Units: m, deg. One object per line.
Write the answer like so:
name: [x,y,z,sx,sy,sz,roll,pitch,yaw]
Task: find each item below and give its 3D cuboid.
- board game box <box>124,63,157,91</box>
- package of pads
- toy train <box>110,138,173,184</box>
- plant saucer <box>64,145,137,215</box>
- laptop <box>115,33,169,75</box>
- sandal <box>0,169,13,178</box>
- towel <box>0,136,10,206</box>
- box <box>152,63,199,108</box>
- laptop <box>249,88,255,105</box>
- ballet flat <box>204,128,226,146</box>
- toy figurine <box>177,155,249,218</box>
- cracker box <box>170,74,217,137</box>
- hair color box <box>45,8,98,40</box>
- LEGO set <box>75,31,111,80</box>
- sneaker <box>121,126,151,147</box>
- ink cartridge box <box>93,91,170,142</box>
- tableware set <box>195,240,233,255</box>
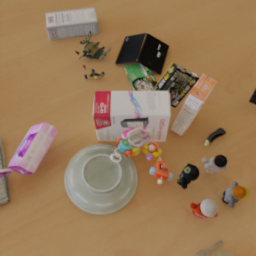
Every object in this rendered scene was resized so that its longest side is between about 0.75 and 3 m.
board game box: [0.672,-2.084,12.603,1.134,0.254,2.165,-16,58,-7]
package of pads: [-3.395,0.730,10.014,1.135,0.713,1.883,-13,46,47]
toy train: [0.582,0.949,9.827,2.246,0.625,1.687,21,36,-5]
plant saucer: [-0.909,1.651,9.739,2.589,0.650,2.589,4,61,-7]
laptop: [0.695,-3.504,13.434,2.039,1.053,1.807,25,66,-15]
sandal: [-4.468,1.604,9.306,0.538,1.322,0.325,-22,75,29]
towel: [-5.775,1.755,9.926,2.777,0.498,2.884,-17,60,-11]
box: [1.805,-1.616,11.000,1.280,1.603,0.395,15,36,-33]
laptop: [5.637,-1.360,10.856,1.217,1.373,0.709,17,16,-21]
ballet flat: [3.384,0.356,10.920,1.116,0.371,0.317,-35,52,-21]
toy figurine: [2.727,1.893,9.216,1.856,1.311,1.885,-19,69,-13]
cracker box: [2.415,-0.819,10.537,0.600,2.081,1.394,33,52,10]
hair color box: [-2.876,-5.366,14.403,2.530,0.767,1.253,-9,58,-7]
LEGO set: [-1.682,-3.328,13.285,1.670,0.729,2.571,8,70,8]
sneaker: [0.325,0.294,8.620,0.551,1.356,0.598,-17,80,36]
ink cartridge box: [0.131,-0.389,10.446,2.689,1.984,1.151,1,59,2]
tableware set: [2.281,4.558,8.176,2.461,0.493,1.627,-19,47,-18]
